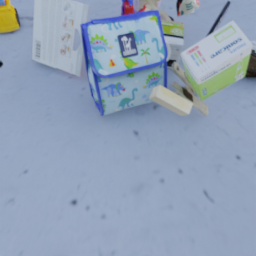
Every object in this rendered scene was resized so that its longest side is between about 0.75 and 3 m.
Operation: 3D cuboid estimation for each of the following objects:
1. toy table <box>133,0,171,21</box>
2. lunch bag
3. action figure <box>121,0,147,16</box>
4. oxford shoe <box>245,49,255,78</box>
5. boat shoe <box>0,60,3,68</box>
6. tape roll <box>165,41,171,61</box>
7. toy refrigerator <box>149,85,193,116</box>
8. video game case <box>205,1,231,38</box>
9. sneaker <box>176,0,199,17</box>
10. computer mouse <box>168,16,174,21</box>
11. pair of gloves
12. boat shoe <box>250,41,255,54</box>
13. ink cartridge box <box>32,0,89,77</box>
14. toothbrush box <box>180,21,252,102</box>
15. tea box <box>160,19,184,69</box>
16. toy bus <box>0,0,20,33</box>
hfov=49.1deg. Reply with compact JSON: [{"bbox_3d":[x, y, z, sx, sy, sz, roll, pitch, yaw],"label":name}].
[{"bbox_3d":[0.968,-5.458,12.336,2.186,2.009,1.280,-60,37,3],"label":"toy table"},{"bbox_3d":[-0.100,-2.113,9.002,2.459,2.892,1.843,-16,38,-13],"label":"lunch bag"},{"bbox_3d":[0.063,-4.437,9.379,0.731,2.240,1.109,8,53,19],"label":"action figure"},{"bbox_3d":[4.961,-2.181,10.670,1.094,0.942,2.592,-43,54,-19],"label":"oxford shoe"},{"bbox_3d":[-3.780,-1.809,8.070,0.362,0.354,1.015,-6,21,-15],"label":"boat shoe"},{"bbox_3d":[1.022,-2.768,10.319,1.109,1.109,0.203,-3,37,-3],"label":"tape roll"},{"bbox_3d":[1.118,-0.707,7.267,1.045,0.397,0.366,27,78,-15],"label":"toy refrigerator"},{"bbox_3d":[3.135,-3.615,10.213,0.163,1.720,1.229,31,12,8],"label":"video game case"},{"bbox_3d":[2.523,-5.259,11.495,0.887,1.897,0.668,-6,82,0],"label":"sneaker"},{"bbox_3d":[1.351,-4.983,12.904,1.871,0.318,0.548,-14,55,-28],"label":"computer mouse"},{"bbox_3d":[2.061,-1.311,9.659,1.573,0.324,1.850,30,41,-24],"label":"pair of gloves"},{"bbox_3d":[5.690,-2.786,11.265,2.218,0.816,0.741,29,70,33],"label":"boat shoe"},{"bbox_3d":[-2.489,-3.540,10.520,2.311,2.663,0.580,22,30,15],"label":"ink cartridge box"},{"bbox_3d":[2.480,-1.759,7.944,1.541,2.117,0.911,-31,73,10],"label":"toothbrush box"},{"bbox_3d":[1.270,-3.450,11.346,1.757,1.174,1.728,9,49,1],"label":"tea box"},{"bbox_3d":[-5.767,-5.452,12.748,1.177,1.665,1.734,-15,51,-10],"label":"toy bus"}]
